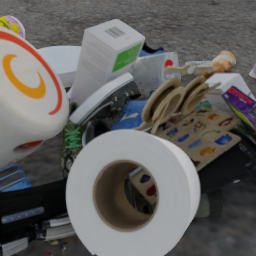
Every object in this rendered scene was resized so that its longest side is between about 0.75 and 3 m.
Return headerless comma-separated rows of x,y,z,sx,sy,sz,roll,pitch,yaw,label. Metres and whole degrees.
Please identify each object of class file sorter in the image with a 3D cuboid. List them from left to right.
-2.312,1.383,5.702,0.789,0.697,1.137,-25,41,-32,file sorter

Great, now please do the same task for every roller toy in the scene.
-2.803,-0.534,5.881,2.031,2.651,2.906,-32,43,20,roller toy

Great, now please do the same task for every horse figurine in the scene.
2.986,-1.899,9.457,0.706,1.873,2.827,45,45,4,horse figurine

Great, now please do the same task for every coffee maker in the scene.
-1.626,1.331,4.929,1.555,1.047,1.493,-5,56,-34,coffee maker

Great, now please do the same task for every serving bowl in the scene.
-2.558,-2.230,10.656,2.811,0.925,2.811,0,34,0,serving bowl

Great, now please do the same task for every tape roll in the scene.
0.145,1.023,4.530,1.903,1.903,1.307,15,-1,21,tape roll

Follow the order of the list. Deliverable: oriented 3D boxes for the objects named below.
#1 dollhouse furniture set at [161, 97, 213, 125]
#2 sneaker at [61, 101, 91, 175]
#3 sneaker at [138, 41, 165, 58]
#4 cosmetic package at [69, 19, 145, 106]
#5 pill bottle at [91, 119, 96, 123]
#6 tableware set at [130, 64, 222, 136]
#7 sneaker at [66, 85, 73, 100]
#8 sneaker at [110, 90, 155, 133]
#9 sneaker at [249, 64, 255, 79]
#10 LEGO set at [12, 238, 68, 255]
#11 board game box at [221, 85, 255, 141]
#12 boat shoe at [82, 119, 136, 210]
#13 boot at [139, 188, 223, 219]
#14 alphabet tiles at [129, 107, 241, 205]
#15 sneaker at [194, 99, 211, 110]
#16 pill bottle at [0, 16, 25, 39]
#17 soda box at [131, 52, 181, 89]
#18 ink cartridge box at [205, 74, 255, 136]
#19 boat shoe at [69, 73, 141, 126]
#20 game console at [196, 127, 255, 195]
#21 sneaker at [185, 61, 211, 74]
1.683,-0.758,8.337,0.874,1.156,2.148,15,33,37,dollhouse furniture set
-1.377,0.190,6.945,0.806,0.929,2.096,-10,53,2,sneaker
0.284,-3.112,11.692,2.679,1.194,1.052,7,36,11,sneaker
-0.689,-1.599,8.128,1.114,2.627,1.413,37,47,14,cosmetic package
-1.164,-0.071,7.984,0.422,0.422,0.752,27,49,33,pill bottle
1.153,-0.548,5.927,0.474,1.565,2.367,42,32,22,tableware set
-1.719,-1.372,9.488,1.205,0.483,0.424,-32,14,1,sneaker
-0.021,-0.183,7.190,2.301,0.904,1.026,-33,87,-11,sneaker
5.318,-2.090,10.689,0.605,0.656,1.488,-17,39,-23,sneaker
-1.838,2.317,4.719,1.661,0.471,1.078,-5,34,-30,LEGO set
3.092,0.242,5.963,0.432,2.678,1.607,-43,45,13,board game box
-0.356,0.813,5.844,0.826,0.783,2.363,-2,54,-26,boat shoe
1.045,0.963,6.232,1.597,0.828,2.444,-1,35,3,boot
1.075,0.368,6.304,2.657,0.100,2.221,-33,26,-11,alphabet tiles
2.203,-0.638,8.227,1.043,0.415,0.404,-5,-4,-1,sneaker
-6.207,-4.145,12.928,1.452,1.452,2.786,14,38,19,pill bottle
0.219,-1.776,9.094,0.991,0.921,2.904,-22,18,-39,soda box
2.783,-0.651,7.470,0.663,1.579,1.152,-41,17,-5,ink cartridge box
-0.396,-0.637,6.692,0.706,0.856,2.495,49,40,-3,boat shoe
2.094,0.766,6.257,2.182,1.444,2.481,32,18,-21,game console
2.819,-2.393,11.078,1.243,0.504,0.467,-9,5,-21,sneaker
